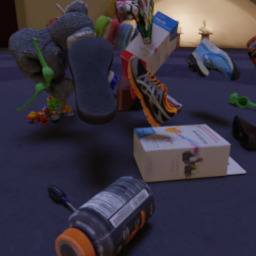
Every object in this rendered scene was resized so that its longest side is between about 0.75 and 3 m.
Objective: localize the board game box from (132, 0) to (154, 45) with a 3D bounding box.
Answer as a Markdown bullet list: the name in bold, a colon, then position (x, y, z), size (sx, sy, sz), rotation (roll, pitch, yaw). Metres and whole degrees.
- **board game box**: position (0.411, -3.212, 7.412), size (0.232, 1.036, 1.977), rotation (-9, 50, 19)

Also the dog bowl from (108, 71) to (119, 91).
- **dog bowl**: position (-1.082, -2.200, 14.165), size (0.518, 1.315, 1.315), rotation (38, 5, -25)

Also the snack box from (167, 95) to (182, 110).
- **snack box**: position (1.324, -1.483, 12.160), size (2.157, 0.262, 0.775), rotation (39, 20, 17)

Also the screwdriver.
- **screwdriver**: position (-1.114, 1.570, 5.585), size (1.758, 0.245, 0.256), rotation (23, -1, 40)

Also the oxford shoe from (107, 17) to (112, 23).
- **oxford shoe**: position (-1.189, -3.987, 12.940), size (0.895, 2.381, 0.687), rotation (16, -2, -1)

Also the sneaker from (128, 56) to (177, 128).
- **sneaker**: position (0.555, -0.900, 6.593), size (0.681, 1.764, 0.690), rotation (-22, 14, 24)

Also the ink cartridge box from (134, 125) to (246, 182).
- **ink cartridge box**: position (1.548, 0.572, 7.265), size (2.624, 0.890, 1.510), rotation (-3, 21, -8)

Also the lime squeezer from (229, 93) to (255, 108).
- **lime squeezer**: position (5.228, -1.148, 12.742), size (0.991, 0.529, 2.806), rotation (26, 11, -20)

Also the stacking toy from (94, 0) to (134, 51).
- **stacking toy**: position (-0.328, -3.220, 9.625), size (1.004, 2.377, 2.152), rotation (24, 68, 5)

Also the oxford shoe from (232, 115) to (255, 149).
- **oxford shoe**: position (3.814, 0.141, 8.923), size (0.728, 0.626, 1.724), rotation (3, 32, -3)

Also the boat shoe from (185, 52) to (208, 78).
- **boat shoe**: position (1.852, -1.643, 7.568), size (0.422, 0.362, 1.155), rotation (34, 27, -28)

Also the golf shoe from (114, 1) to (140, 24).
- **golf shoe**: position (-0.025, -2.604, 6.248), size (0.533, 0.420, 1.157), rotation (-15, 32, 1)

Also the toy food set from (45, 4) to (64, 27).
- **toy food set**: position (-2.636, -3.149, 10.294), size (0.833, 2.551, 1.501), rotation (-34, 80, -27)

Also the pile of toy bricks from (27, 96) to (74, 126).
- **pile of toy bricks**: position (-2.945, -0.809, 10.928), size (1.040, 0.926, 1.875), rotation (16, 25, 36)

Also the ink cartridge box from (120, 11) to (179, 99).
- **ink cartridge box**: position (0.558, -2.305, 9.083), size (0.836, 2.487, 1.445), rotation (36, -12, 14)

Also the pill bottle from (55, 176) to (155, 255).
- **pill bottle**: position (-0.346, 1.548, 4.593), size (0.924, 0.924, 1.740), rotation (13, 24, 32)

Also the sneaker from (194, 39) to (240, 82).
- **sneaker**: position (3.140, -2.287, 10.302), size (0.953, 1.094, 2.432), rotation (36, 18, -38)

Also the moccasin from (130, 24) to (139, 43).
- **moccasin**: position (0.523, -3.442, 11.388), size (0.941, 2.340, 0.798), rotation (15, 11, 18)

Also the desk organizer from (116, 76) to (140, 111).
- **desk organizer**: position (0.067, -1.654, 13.113), size (1.101, 1.026, 2.860), rotation (3, 21, 0)

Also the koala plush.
- **koala plush**: position (-1.985, -2.523, 8.373), size (2.441, 2.243, 2.165), rotation (-32, 48, 24)

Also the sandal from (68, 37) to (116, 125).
- **sandal**: position (-0.896, -1.192, 6.699), size (1.112, 0.626, 2.924), rotation (1, 52, -8)

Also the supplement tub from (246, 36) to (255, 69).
- **supplement tub**: position (3.829, -1.952, 7.750), size (0.757, 1.235, 0.757), rotation (-16, -20, -6)

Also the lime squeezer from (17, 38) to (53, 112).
- **lime squeezer**: position (-2.102, -1.088, 6.496), size (0.633, 1.792, 0.338), rotation (14, 21, -19)
